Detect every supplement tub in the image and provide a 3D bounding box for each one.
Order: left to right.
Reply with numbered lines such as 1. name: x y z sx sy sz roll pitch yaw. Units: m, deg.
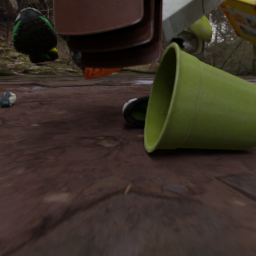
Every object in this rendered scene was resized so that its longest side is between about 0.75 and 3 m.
1. supplement tub: -1.108 -3.038 8.503 1.741 2.843 1.741 -18 5 2

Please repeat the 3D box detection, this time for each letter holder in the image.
1. letter holder: -0.435 -2.086 5.975 2.119 1.506 1.066 2 4 27

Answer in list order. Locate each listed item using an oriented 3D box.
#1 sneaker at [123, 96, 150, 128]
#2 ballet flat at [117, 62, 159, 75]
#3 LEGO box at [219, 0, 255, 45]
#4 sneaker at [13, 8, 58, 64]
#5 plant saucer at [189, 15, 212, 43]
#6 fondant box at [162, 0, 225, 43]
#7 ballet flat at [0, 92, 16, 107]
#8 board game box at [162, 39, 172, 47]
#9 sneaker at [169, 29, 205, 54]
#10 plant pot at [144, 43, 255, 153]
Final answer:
1. sneaker: 1.058 -0.431 7.607 2.677 0.987 1.171 -2 12 13
2. ballet flat: 0.130 -2.334 9.813 2.404 0.785 0.848 8 25 26
3. LEGO box: 3.466 -3.018 7.369 1.681 0.871 2.257 41 15 -33
4. sneaker: -2.099 -2.114 6.193 0.874 0.954 2.240 -16 3 -12
5. plant saucer: 2.335 -3.945 9.854 0.329 2.119 2.119 -37 -10 33
6. fondant box: 1.340 -3.404 7.185 2.328 0.678 1.680 -36 51 -5
7. ballet flat: -5.131 -1.226 12.086 0.564 0.564 1.543 -2 19 -10
8. board game box: 1.074 -3.054 8.852 0.227 0.861 1.125 38 26 30
9. sneaker: 1.617 -3.305 10.243 1.044 0.906 2.355 -20 37 -33
10. plant pot: 1.576 -0.370 5.642 2.051 2.160 2.160 12 11 -7
